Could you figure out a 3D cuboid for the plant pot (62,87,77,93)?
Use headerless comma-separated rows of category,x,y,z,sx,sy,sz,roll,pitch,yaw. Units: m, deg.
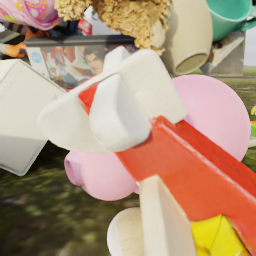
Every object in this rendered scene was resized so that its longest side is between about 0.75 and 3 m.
plant pot,-0.600,-0.104,5.256,1.272,1.237,1.272,2,11,0

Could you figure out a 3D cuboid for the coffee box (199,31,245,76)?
coffee box,2.193,-3.017,8.797,2.388,1.350,0.953,45,-4,7

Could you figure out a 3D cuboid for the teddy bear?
teddy bear,-0.370,-2.099,4.000,2.667,1.934,0.890,18,-22,-32

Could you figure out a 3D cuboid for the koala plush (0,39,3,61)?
koala plush,-4.594,-2.352,8.792,1.146,1.053,1.016,-14,12,33

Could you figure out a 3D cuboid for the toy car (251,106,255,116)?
toy car,4.094,-0.714,10.199,1.728,0.385,1.626,-2,13,-12

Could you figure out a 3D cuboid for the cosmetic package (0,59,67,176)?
cosmetic package,-2.411,-0.373,5.308,1.084,1.536,2.967,37,-13,-34

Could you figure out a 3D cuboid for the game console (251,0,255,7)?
game console,3.390,-3.892,7.684,0.271,1.328,2.252,-18,-23,14

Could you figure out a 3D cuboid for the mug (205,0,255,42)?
mug,2.247,-3.026,7.394,1.690,2.057,1.272,-45,2,-26

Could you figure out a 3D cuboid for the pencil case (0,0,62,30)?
pencil case,-2.392,-2.580,5.195,2.743,1.199,1.199,21,21,29

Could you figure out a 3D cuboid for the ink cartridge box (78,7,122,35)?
ink cartridge box,-0.970,-3.503,9.772,1.402,1.910,0.792,37,-31,-15

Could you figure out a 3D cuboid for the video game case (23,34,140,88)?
video game case,-0.732,-0.791,6.083,2.609,2.357,0.333,4,36,16

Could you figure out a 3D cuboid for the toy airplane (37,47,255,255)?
toy airplane,0.257,0.475,1.910,2.029,1.432,2.020,-1,49,-55

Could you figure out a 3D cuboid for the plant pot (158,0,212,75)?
plant pot,1.084,-1.798,5.898,1.694,1.137,1.694,-21,-18,-7

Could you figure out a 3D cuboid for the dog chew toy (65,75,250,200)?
dog chew toy,0.395,0.168,3.690,2.496,1.554,1.554,-15,18,-30

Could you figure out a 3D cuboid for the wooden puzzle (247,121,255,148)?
wooden puzzle,2.451,0.026,6.645,1.733,0.433,1.871,-7,14,-28

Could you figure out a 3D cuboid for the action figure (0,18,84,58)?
action figure,-2.159,-2.723,7.422,2.622,2.710,1.418,3,33,-45
